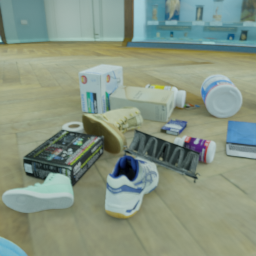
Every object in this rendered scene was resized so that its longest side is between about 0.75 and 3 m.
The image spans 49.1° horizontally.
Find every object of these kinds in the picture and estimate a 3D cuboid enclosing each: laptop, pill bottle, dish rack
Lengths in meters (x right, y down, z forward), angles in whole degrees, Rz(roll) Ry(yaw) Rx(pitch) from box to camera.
[{"bbox_3d":[4.337,0.431,10.260,1.347,0.834,1.438,6,24,15],"label":"laptop"},{"bbox_3d":[2.278,0.715,9.694,1.347,0.757,0.757,12,26,26],"label":"pill bottle"},{"bbox_3d":[1.005,0.733,7.995,2.241,0.797,2.921,19,0,8],"label":"dish rack"},{"bbox_3d":[1.883,-1.589,14.507,2.015,1.133,1.133,10,25,19],"label":"pill bottle"},{"bbox_3d":[4.608,-1.751,14.255,1.666,1.666,2.969,3,23,7],"label":"pill bottle"}]

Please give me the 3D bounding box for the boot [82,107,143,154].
[{"bbox_3d":[-0.270,-0.042,11.120,2.293,1.074,2.951,-14,24,-29],"label":"boot"}]

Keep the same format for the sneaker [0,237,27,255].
[{"bbox_3d":[-3.048,2.720,4.714,2.833,1.127,1.850,5,24,-12],"label":"sneaker"}]

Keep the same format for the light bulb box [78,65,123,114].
[{"bbox_3d":[-1.315,-1.985,14.251,1.298,2.062,2.080,11,27,26],"label":"light bulb box"}]

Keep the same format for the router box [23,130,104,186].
[{"bbox_3d":[-2.034,0.900,9.310,1.715,0.711,2.288,9,25,18],"label":"router box"}]

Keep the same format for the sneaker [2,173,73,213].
[{"bbox_3d":[-2.390,1.690,7.569,1.761,0.648,1.039,4,27,-15],"label":"sneaker"}]

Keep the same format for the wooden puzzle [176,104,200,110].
[{"bbox_3d":[3.147,-1.130,14.720,1.129,0.132,0.761,-15,28,-31],"label":"wooden puzzle"}]

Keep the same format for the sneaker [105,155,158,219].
[{"bbox_3d":[0.217,1.248,7.844,1.064,1.246,2.826,4,20,17],"label":"sneaker"}]

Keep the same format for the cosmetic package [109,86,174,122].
[{"bbox_3d":[0.678,-1.207,13.563,2.837,1.037,1.469,9,34,19],"label":"cosmetic package"}]

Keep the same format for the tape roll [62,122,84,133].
[{"bbox_3d":[-2.322,0.006,12.046,1.001,0.183,1.001,0,24,0],"label":"tape roll"}]

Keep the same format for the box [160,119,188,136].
[{"bbox_3d":[2.016,-0.039,12.102,0.797,0.213,1.315,13,28,27],"label":"box"}]
